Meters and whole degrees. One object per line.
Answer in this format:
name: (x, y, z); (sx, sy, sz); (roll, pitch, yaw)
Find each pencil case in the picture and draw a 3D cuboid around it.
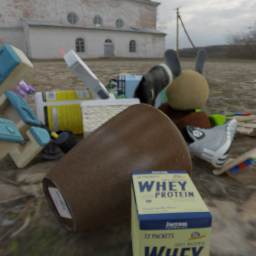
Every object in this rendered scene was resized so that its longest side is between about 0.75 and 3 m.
pencil case: (-4.128, -0.706, 8.662); (2.466, 1.035, 1.054); (-38, -15, -1)

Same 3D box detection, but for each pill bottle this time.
pill bottle: (-1.748, -0.529, 9.442); (2.580, 1.451, 1.451); (-5, 17, -17)

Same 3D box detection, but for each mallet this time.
mallet: (-1.986, 0.143, 7.369); (2.015, 0.664, 0.415); (29, 69, 40)

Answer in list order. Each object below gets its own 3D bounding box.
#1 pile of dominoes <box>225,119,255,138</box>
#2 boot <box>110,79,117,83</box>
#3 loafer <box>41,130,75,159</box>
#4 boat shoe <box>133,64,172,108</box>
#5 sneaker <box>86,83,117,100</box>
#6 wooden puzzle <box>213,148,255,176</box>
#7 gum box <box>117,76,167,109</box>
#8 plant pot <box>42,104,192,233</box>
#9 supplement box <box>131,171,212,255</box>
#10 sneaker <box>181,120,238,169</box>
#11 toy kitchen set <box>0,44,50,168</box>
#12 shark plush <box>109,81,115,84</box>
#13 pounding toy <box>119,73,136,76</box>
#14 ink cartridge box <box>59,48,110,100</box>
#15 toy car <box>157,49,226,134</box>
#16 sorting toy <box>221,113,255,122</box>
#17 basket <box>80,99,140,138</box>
pile of dominoes: (3.738, 0.034, 9.929); (1.910, 0.390, 2.450); (-11, 12, -31)
boot: (0.365, -2.726, 17.858); (2.513, 0.860, 2.365); (-14, 21, -41)
loafer: (-1.924, 0.333, 8.059); (0.647, 0.567, 1.801); (11, 17, 5)
boat shoe: (0.484, -1.037, 8.690); (0.779, 0.914, 2.735); (-24, -13, -21)
sneaker: (-0.895, -1.388, 11.389); (0.987, 1.077, 2.529); (21, 8, 25)
wooden puzzle: (2.674, 0.778, 6.527); (1.045, 0.261, 1.128); (-20, -12, -43)
gum box: (0.645, -1.055, 10.554); (2.110, 1.793, 0.470); (-1, 32, -1)
plant pot: (-0.314, 0.796, 4.805); (2.050, 1.916, 1.916); (-25, 28, -35)
supplement box: (0.474, 1.350, 3.673); (0.804, 1.196, 1.197); (-1, 17, -4)
sneaker: (2.113, 0.144, 7.450); (1.294, 0.841, 2.241); (21, 27, 18)
toy kitchen set: (-3.123, -0.732, 6.520); (2.928, 1.725, 2.346); (49, 9, 20)
shark plush: (-0.149, -1.912, 15.313); (0.911, 0.994, 2.188); (-13, -24, 34)
pounding toy: (-0.042, -2.298, 14.020); (1.092, 0.507, 0.843); (-5, 55, -31)
ink cartridge box: (-1.346, -1.715, 8.674); (0.368, 1.691, 1.467); (-37, 45, 6)
toy car: (1.664, -1.017, 8.709); (2.282, 2.778, 2.192); (-8, 17, -25)
sorting toy: (3.968, -0.425, 10.662); (1.516, 0.203, 1.129); (-7, 10, -12)
basket: (-0.467, -0.059, 7.947); (1.687, 1.144, 1.041); (-4, 52, -6)
